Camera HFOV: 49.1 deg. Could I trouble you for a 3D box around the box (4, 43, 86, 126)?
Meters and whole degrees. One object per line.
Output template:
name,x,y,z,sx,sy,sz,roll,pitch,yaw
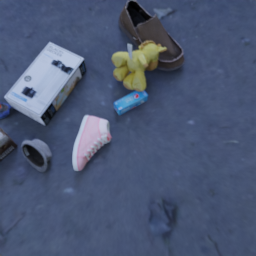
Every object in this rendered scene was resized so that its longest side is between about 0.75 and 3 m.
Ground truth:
box,-2.404,-1.346,8.386,1.307,0.674,2.241,28,70,11

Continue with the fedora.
fedora,-2.413,0.678,7.580,0.966,0.855,0.436,37,42,9

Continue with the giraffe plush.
giraffe plush,0.390,-1.987,8.180,1.333,1.545,1.253,40,56,17

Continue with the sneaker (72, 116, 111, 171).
sneaker,-0.948,0.426,7.662,0.857,0.617,1.640,8,63,9

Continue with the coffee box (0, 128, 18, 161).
coffee box,-3.882,0.688,7.397,0.648,0.918,1.624,41,72,15

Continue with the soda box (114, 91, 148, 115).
soda box,0.079,-0.782,8.330,1.003,0.340,0.322,-29,70,-11

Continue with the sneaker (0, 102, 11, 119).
sneaker,-4.085,-0.614,8.156,1.359,0.533,0.512,8,68,3

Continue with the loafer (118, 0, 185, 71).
loafer,0.658,-2.955,8.873,1.055,1.026,2.890,-39,72,-15
